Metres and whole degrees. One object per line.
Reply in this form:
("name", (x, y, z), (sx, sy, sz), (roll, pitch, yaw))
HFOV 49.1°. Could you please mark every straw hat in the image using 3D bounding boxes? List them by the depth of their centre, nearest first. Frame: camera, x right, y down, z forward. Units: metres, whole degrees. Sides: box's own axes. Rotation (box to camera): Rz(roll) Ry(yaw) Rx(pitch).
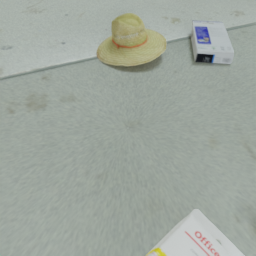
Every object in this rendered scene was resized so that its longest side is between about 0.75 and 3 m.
("straw hat", (0.023, -3.338, 9.798), (2.664, 1.128, 2.664), (-8, 46, 8))

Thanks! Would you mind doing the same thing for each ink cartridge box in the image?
("ink cartridge box", (0.813, 2.215, 3.866), (2.326, 0.783, 1.362), (-36, 69, -27))
("ink cartridge box", (3.091, -3.288, 10.564), (1.291, 0.509, 2.596), (4, 44, 5))
